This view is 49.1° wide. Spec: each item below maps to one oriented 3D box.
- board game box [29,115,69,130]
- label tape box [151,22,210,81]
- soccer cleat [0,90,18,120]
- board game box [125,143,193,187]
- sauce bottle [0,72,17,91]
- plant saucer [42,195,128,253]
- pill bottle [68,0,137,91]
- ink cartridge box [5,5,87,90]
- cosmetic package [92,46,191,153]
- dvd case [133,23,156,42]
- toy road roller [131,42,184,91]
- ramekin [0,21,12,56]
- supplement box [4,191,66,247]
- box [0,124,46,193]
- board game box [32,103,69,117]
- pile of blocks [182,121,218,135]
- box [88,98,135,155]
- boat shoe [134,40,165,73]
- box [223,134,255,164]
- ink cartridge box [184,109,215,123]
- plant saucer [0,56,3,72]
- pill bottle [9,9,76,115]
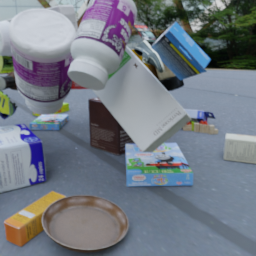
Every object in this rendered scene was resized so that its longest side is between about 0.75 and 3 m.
[{"bbox_3d":[-3.689,-0.290,13.257,1.336,0.323,1.766,0,16,2],"label":"board game box"},{"bbox_3d":[1.069,-1.505,5.516,0.442,1.007,1.397,-47,9,-4],"label":"label tape box"},{"bbox_3d":[-3.784,-0.707,8.140,0.526,0.680,1.627,34,-15,13],"label":"soccer cleat"},{"bbox_3d":[0.811,1.046,8.541,1.784,0.432,2.359,-1,16,-2],"label":"board game box"},{"bbox_3d":[-4.208,-1.843,10.888,0.765,0.765,2.363,4,17,15],"label":"sauce bottle"},{"bbox_3d":[-0.846,1.905,5.593,1.697,0.272,1.697,8,19,-3],"label":"plant saucer"},{"bbox_3d":[-0.533,-1.718,5.592,1.022,1.821,1.022,17,-15,4],"label":"pill bottle"},{"bbox_3d":[-2.704,-2.415,9.191,2.897,2.553,0.648,4,23,36],"label":"ink cartridge box"},{"bbox_3d":[0.182,-0.764,6.869,2.545,1.370,1.080,50,10,17],"label":"cosmetic package"},{"bbox_3d":[0.608,-3.697,10.807,0.717,0.108,0.982,-17,65,-44],"label":"dvd case"},{"bbox_3d":[0.692,-1.714,8.354,2.311,1.420,1.687,-12,13,28],"label":"toy road roller"},{"bbox_3d":[-3.994,-2.771,8.761,1.081,1.081,0.527,10,22,30],"label":"ramekin"},{"bbox_3d":[-1.870,1.841,5.832,0.461,0.446,1.341,8,19,26],"label":"supplement box"},{"bbox_3d":[-3.785,0.835,7.838,2.345,1.230,2.157,-11,19,-30],"label":"box"},{"bbox_3d":[-4.276,-1.041,15.587,0.950,0.445,1.870,10,19,30],"label":"board game box"},{"bbox_3d":[3.152,-0.106,12.315,1.631,0.507,0.670,9,19,26],"label":"pile of blocks"},{"bbox_3d":[-0.413,-0.183,10.266,1.491,1.816,1.507,14,22,40],"label":"box"},{"bbox_3d":[0.416,-1.368,5.550,0.311,0.367,1.007,-29,51,1],"label":"boat shoe"},{"bbox_3d":[4.009,0.700,9.108,1.682,0.799,0.654,7,17,20],"label":"box"},{"bbox_3d":[2.843,-0.512,12.988,2.190,0.459,1.307,5,-10,23],"label":"ink cartridge box"},{"bbox_3d":[-5.566,-2.725,10.004,0.345,2.222,2.222,-22,6,27],"label":"plant saucer"},{"bbox_3d":[-2.295,-1.605,7.687,1.583,2.820,1.583,7,57,-11],"label":"pill bottle"}]
